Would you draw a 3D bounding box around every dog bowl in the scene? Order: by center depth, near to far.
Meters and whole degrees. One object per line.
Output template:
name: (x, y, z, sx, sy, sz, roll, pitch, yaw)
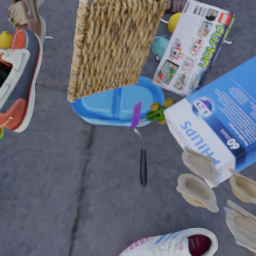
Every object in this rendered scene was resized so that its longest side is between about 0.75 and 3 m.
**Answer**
dog bowl: (-0.316, -0.752, 8.224, 2.660, 0.659, 1.483, 4, 67, 1)

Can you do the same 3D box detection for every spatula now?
spatula: (0.217, 0.277, 5.085, 0.163, 0.447, 1.582, -2, 77, -20)

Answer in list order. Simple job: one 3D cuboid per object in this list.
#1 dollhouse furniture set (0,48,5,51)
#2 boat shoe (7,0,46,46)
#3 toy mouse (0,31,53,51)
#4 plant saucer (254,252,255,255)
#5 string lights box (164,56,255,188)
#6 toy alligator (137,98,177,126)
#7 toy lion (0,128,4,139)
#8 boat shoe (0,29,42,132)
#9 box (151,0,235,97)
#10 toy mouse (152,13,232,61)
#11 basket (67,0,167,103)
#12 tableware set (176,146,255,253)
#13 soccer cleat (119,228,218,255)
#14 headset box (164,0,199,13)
dollhouse furniture set: (-4.860, -2.670, 8.809, 2.120, 1.099, 0.938, 39, 71, 15)
boat shoe: (-2.651, -2.762, 7.156, 0.839, 0.885, 2.337, 9, 62, -39)
toy mouse: (-3.443, -3.074, 9.352, 1.776, 0.387, 1.998, -1, 67, 0)
plant saucer: (3.956, 2.939, 6.858, 1.810, 0.292, 1.810, 0, 68, 0)
string lights box: (2.280, -0.353, 5.055, 2.875, 0.848, 1.478, -31, 57, 0)
toy alligator: (0.718, -0.370, 6.482, 0.512, 1.544, 0.371, 55, 51, -20)
toy lion: (-3.006, 0.346, 5.032, 1.724, 1.799, 0.618, -38, 47, -25)
boat shoe: (-1.965, -0.945, 4.755, 0.745, 0.655, 2.094, -24, 56, 35)
box: (1.340, -1.610, 5.870, 1.025, 0.323, 1.862, 26, 97, 16)
toy mouse: (1.830, -2.659, 9.059, 2.917, 0.565, 2.593, 15, 68, 7)
basket: (-0.618, -1.943, 5.489, 1.731, 2.324, 1.659, -19, 62, -27)
tableware set: (1.209, 0.808, 3.554, 1.282, 0.178, 1.534, 30, 28, 3)
soccer cleat: (0.865, 2.866, 6.452, 2.515, 1.086, 0.878, -17, 68, -6)
headset box: (1.692, -4.799, 9.913, 1.840, 0.711, 1.369, 2, 67, 3)
